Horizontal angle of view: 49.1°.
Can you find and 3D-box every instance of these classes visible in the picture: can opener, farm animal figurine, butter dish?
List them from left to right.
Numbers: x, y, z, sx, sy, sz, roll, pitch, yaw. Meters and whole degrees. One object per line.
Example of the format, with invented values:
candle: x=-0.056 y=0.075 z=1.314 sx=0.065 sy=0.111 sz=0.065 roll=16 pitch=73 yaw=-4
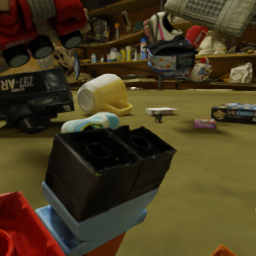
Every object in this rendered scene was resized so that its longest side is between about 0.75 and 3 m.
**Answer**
can opener: x=-2.680 y=-0.259 z=7.986 sx=0.713 sy=0.885 sz=2.250 roll=-24 pitch=1 yaw=6
farm animal figurine: x=-2.507 y=-2.973 z=9.216 sx=2.083 sy=2.580 sz=1.297 roll=32 pitch=32 yaw=-6
butter dish: x=2.475 y=-3.487 z=10.498 sx=0.631 sy=0.854 sz=0.851 roll=42 pitch=22 yaw=23

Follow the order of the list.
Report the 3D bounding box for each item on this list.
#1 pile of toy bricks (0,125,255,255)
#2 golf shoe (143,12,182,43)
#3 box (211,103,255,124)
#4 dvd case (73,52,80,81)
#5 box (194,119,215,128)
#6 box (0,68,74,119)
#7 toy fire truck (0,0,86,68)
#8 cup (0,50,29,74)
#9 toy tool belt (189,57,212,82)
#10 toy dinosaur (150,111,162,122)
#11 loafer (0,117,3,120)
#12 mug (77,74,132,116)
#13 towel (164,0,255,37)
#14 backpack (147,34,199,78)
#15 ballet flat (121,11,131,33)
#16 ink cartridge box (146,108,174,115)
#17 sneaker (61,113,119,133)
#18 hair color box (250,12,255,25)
pile of toy bricks: x=0.335 y=0.706 z=0.843 sx=2.096 sy=1.035 sz=1.163 roll=-7 pitch=36 yaw=-47
golf shoe: x=1.470 y=-2.878 z=9.746 sx=1.053 sy=2.286 sz=0.830 roll=-18 pitch=26 yaw=41
box: x=4.269 y=-0.528 z=9.794 sx=2.094 sy=0.524 sz=2.110 roll=6 pitch=11 yaw=35
dvd case: x=-2.082 y=-2.501 z=11.359 sx=0.083 sy=0.948 sz=0.677 roll=-1 pitch=-32 yaw=-23
box: x=2.324 y=-0.143 z=8.489 sx=0.585 sy=0.167 sz=0.855 roll=3 pitch=10 yaw=15
box: x=-2.831 y=-0.876 z=8.220 sx=2.255 sy=0.613 sz=2.815 roll=-10 pitch=-7 yaw=-8
toy fire truck: x=-1.849 y=-2.486 z=5.335 sx=1.947 sy=1.423 sz=2.212 roll=-26 pitch=-7 yaw=-22
cup: x=-3.656 y=-2.165 z=7.617 sx=1.643 sy=1.175 sz=1.643 roll=11 pitch=-26 yaw=5
toy tool belt: x=2.500 y=-1.925 z=9.329 sx=0.551 sy=0.897 sz=0.560 roll=4 pitch=44 yaw=-29
toy dinosaur: x=1.030 y=-0.407 z=9.433 sx=0.298 sy=0.396 sz=0.775 roll=5 pitch=11 yaw=28
loafer: x=-4.627 y=-0.788 z=10.027 sx=2.650 sy=0.945 sz=0.967 roll=-7 pitch=12 yaw=-37
mug: x=-1.027 y=-1.319 z=11.558 sx=2.090 sy=1.674 sz=1.716 roll=-1 pitch=15 yaw=34
towel: x=1.062 y=-1.726 z=3.144 sx=1.117 sy=1.160 sz=0.200 roll=37 pitch=17 yaw=35
backpack: x=1.204 y=-2.075 z=8.167 sx=1.289 sy=1.042 sz=1.353 roll=-3 pitch=33 yaw=-7
ballet flat: x=-0.077 y=-3.741 z=9.863 sx=0.192 sy=0.829 sz=0.279 roll=-5 pitch=-13 yaw=-32
ink cartridge box: x=1.407 y=-0.687 z=11.623 sx=1.061 sy=0.237 sz=0.935 roll=-5 pitch=10 yaw=-24
sneaker: x=-0.615 y=0.032 z=6.220 sx=1.483 sy=0.590 sz=0.968 roll=-19 pitch=17 yaw=-36
hair color box: x=3.680 y=-3.667 z=7.142 sx=0.549 sy=1.810 sz=0.896 roll=20 pitch=-5 yaw=-30
